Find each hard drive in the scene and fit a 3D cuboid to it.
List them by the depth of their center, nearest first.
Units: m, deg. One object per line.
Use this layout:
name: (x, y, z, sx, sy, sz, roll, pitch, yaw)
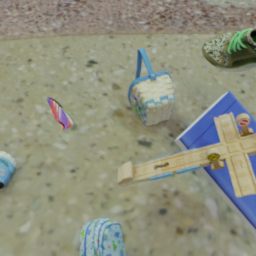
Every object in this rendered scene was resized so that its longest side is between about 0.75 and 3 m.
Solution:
hard drive: (2.307, 0.706, 5.514, 1.675, 0.322, 2.539, -39, 88, -25)

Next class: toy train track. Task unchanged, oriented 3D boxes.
toy train track: (1.018, 0.391, 4.353, 2.715, 0.442, 1.557, -18, 42, 18)

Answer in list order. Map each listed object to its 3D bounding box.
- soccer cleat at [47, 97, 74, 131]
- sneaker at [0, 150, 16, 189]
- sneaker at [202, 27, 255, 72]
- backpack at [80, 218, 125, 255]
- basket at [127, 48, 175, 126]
soccer cleat: (-1.739, -0.347, 6.954, 0.333, 0.909, 0.310, -46, 22, -24)
sneaker: (-4.453, 1.201, 7.567, 2.555, 1.001, 1.149, 0, 53, 0)
sneaker: (2.890, -2.000, 6.483, 2.941, 1.303, 1.131, 18, 85, 47)
backpack: (-0.428, 2.057, 4.688, 0.800, 0.849, 1.041, -37, 56, 28)
basket: (0.664, -1.286, 9.107, 1.442, 1.828, 2.073, -13, 62, -6)
